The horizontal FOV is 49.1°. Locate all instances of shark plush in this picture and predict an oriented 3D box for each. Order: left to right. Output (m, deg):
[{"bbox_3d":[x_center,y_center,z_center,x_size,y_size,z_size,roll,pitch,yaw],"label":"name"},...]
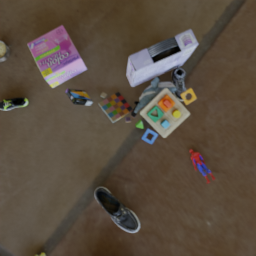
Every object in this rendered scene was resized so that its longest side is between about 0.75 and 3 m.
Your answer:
[{"bbox_3d":[0.935,-1.251,11.451,2.048,0.931,0.853,-33,66,0],"label":"shark plush"}]

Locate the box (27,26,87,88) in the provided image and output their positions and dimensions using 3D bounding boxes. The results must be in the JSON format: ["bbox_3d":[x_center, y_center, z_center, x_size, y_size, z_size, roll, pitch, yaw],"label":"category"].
[{"bbox_3d":[-2.931,-2.939,11.580,1.667,0.916,1.895,-29,71,-2],"label":"box"}]

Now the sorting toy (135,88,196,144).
[{"bbox_3d":[1.506,-0.557,11.111,2.816,0.384,1.585,-44,107,6],"label":"sorting toy"}]

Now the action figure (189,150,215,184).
[{"bbox_3d":[2.912,1.512,11.274,0.483,0.382,1.476,-27,76,-10],"label":"action figure"}]

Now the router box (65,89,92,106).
[{"bbox_3d":[-1.998,-1.249,11.418,0.243,0.953,0.711,-50,65,25],"label":"router box"}]

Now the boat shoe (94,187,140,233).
[{"bbox_3d":[-0.440,3.158,10.772,0.791,0.749,2.261,-42,82,-7],"label":"boat shoe"}]

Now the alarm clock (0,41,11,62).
[{"bbox_3d":[-5.645,-3.177,12.071,0.863,0.426,1.280,29,79,4],"label":"alarm clock"}]

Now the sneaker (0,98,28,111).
[{"bbox_3d":[-4.814,-1.067,11.631,1.313,0.544,0.471,-11,80,-2],"label":"sneaker"}]

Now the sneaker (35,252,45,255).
[{"bbox_3d":[-3.541,5.052,10.691,0.835,0.315,0.319,-22,73,-14],"label":"sneaker"}]

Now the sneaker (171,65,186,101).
[{"bbox_3d":[2.131,-1.867,11.625,0.543,0.819,1.439,-10,81,0],"label":"sneaker"}]

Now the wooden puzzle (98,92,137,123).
[{"bbox_3d":[-0.506,-0.848,11.611,1.038,0.123,1.750,-33,73,-18],"label":"wooden puzzle"}]

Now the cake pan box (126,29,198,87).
[{"bbox_3d":[1.177,-2.576,10.813,2.478,2.691,0.704,-26,88,-3],"label":"cake pan box"}]
